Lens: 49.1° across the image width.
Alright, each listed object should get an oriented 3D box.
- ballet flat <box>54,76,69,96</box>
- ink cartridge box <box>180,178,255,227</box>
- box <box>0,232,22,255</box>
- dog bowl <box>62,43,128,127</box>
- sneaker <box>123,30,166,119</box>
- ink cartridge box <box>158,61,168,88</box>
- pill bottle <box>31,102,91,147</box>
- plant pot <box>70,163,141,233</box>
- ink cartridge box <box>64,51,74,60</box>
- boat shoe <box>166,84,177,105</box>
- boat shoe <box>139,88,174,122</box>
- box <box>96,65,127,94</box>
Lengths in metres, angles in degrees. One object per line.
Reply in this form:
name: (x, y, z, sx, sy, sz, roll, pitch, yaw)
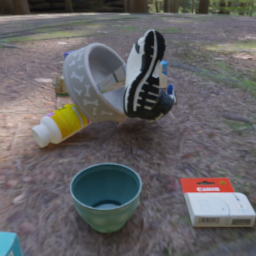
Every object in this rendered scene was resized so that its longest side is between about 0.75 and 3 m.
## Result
ballet flat: (-2.046, -2.287, 13.002, 1.053, 0.975, 2.988, 25, 36, 38)
ink cartridge box: (1.942, 1.533, 6.361, 1.260, 0.372, 1.575, -1, 29, -1)
box: (-3.367, 2.276, 4.579, 2.874, 0.706, 1.182, 3, 28, 5)
dog bowl: (-0.747, -1.462, 9.293, 0.858, 2.927, 2.927, -27, 13, 32)
sneaker: (0.279, -1.124, 6.180, 0.721, 1.955, 0.782, 22, -12, -28)
ink cartridge box: (0.976, -2.342, 12.846, 1.644, 1.204, 0.706, -17, 32, -30)
pill bottle: (-2.066, -0.122, 8.724, 1.779, 0.928, 0.928, -34, 42, -31)
plant pot: (-0.444, 1.519, 5.774, 1.411, 0.945, 1.411, 1, 28, 0)
ink cartridge box: (-2.279, -3.051, 13.884, 0.838, 1.497, 2.194, 20, 34, 37)
boat shoe: (1.430, -1.051, 9.019, 0.271, 0.750, 0.272, -23, -31, 37)
boat shoe: (0.820, -0.628, 8.854, 0.872, 1.093, 2.890, 29, 3, 2)
box: (-0.106, -1.476, 8.180, 1.270, 0.335, 1.629, -24, 3, -39)
